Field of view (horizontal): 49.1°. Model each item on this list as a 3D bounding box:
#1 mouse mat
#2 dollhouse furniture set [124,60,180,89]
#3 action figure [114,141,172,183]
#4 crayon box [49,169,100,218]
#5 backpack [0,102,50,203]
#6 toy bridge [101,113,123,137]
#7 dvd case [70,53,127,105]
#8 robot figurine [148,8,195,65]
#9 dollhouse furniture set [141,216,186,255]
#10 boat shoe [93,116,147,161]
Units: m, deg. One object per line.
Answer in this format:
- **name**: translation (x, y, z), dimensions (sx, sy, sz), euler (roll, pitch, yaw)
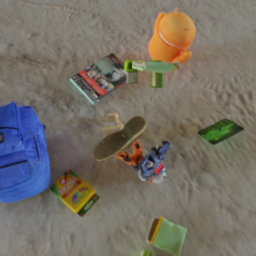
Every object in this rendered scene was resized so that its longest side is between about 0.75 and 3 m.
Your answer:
- **mouse mat**: translation (3.419, 0.110, 10.423), dimensions (1.376, 0.052, 1.108), euler (-26, 31, -9)
- **dollhouse furniture set**: translation (0.793, -1.831, 9.822), dimensions (1.337, 1.025, 2.041), euler (-6, 15, -19)
- **action figure**: translation (0.560, 1.057, 9.899), dimensions (2.175, 1.176, 2.248), euler (43, 40, 15)
- **crayon box**: translation (-1.778, 2.166, 9.380), dimensions (1.467, 0.373, 0.931), euler (34, 64, 19)
- **backpack**: translation (-3.938, 0.851, 9.049), dimensions (2.330, 2.406, 2.867), euler (-18, 64, -2)
- **toy bridge**: translation (-0.559, 0.108, 10.068), dimensions (0.759, 0.307, 2.258), euler (-9, 33, 13)
- **dvd case**: translation (-1.069, -2.161, 12.010), dimensions (2.314, 0.255, 1.689), euler (-37, 66, -18)
- **robot figurine**: translation (1.755, -3.546, 11.352), dimensions (1.514, 2.596, 1.867), euler (12, 67, -10)
- **dollhouse furniture set**: translation (0.969, 3.703, 8.215), dimensions (1.123, 0.868, 2.248), euler (19, 62, 10)
- **boat shoe**: translation (-0.185, 0.440, 8.676), dimensions (1.915, 0.647, 0.689), euler (-37, 58, -3)
